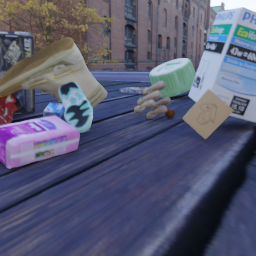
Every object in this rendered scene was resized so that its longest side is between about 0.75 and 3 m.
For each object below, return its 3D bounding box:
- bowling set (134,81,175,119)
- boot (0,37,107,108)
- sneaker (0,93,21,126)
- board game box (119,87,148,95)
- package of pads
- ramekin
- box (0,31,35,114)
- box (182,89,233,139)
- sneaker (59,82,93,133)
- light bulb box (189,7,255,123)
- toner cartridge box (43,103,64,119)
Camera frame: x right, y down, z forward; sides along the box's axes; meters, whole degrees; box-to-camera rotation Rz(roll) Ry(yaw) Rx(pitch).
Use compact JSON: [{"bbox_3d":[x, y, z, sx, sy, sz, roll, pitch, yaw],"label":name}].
[{"bbox_3d":[0.858,-0.638,8.979,0.873,1.132,1.626,-22,20,36],"label":"bowling set"},{"bbox_3d":[-2.148,-1.077,7.892,2.662,2.069,0.969,-25,41,13],"label":"boot"},{"bbox_3d":[-3.838,-0.396,7.898,1.008,0.955,2.454,-31,15,4],"label":"sneaker"},{"bbox_3d":[0.398,-2.089,15.721,1.468,0.254,0.995,7,16,28],"label":"board game box"},{"bbox_3d":[-1.825,0.223,5.521,0.913,0.573,1.515,24,27,38],"label":"package of pads"},{"bbox_3d":[2.207,-2.532,13.893,2.344,1.145,2.344,-20,23,9],"label":"ramekin"},{"bbox_3d":[-4.187,-1.709,9.054,2.180,2.704,0.664,-8,32,-27],"label":"box"},{"bbox_3d":[1.843,-0.319,6.541,0.753,0.921,0.098,44,20,12],"label":"box"},{"bbox_3d":[-1.124,-0.238,6.813,0.654,1.178,1.684,-20,47,-5],"label":"sneaker"},{"bbox_3d":[3.352,-1.577,7.560,2.507,2.529,1.578,13,18,-9],"label":"light bulb box"},{"bbox_3d":[-2.383,-0.550,9.079,0.514,0.234,1.083,7,19,-8],"label":"toner cartridge box"}]
